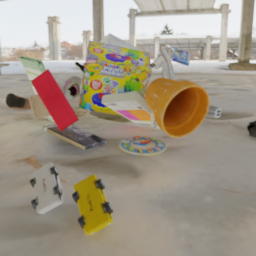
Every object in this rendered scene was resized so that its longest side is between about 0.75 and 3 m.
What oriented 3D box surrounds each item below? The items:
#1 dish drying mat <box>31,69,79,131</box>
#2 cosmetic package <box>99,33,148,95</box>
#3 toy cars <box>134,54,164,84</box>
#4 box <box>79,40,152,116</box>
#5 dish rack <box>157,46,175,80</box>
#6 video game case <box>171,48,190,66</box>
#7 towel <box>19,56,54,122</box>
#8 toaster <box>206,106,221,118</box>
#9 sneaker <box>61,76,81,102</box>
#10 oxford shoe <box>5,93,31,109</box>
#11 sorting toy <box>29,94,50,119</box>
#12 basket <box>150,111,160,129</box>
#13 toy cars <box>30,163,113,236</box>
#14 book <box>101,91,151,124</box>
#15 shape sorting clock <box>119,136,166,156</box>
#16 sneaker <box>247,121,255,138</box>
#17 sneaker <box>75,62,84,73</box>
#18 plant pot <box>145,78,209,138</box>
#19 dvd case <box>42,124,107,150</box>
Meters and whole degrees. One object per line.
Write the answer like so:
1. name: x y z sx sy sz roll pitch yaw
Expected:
1. dish drying mat: -2.130 -0.796 8.121 0.666 1.733 0.158 -32 -4 10
2. cosmetic package: -0.424 -3.232 15.550 2.735 2.744 1.687 17 -28 -35
3. toy cars: 0.710 -1.798 8.899 1.607 0.356 0.721 -36 13 50
4. box: -0.624 -2.051 12.129 2.645 2.548 1.614 8 43 -9
5. dish rack: 1.709 -2.631 12.550 0.376 1.726 1.481 -19 48 3
6. video game case: 2.244 -3.003 11.850 0.757 0.172 0.686 17 55 -5
7. towel: -3.619 -1.534 11.746 0.331 2.825 2.155 -33 34 -28
8. toaster: 4.022 -0.751 13.342 0.595 0.523 0.921 14 19 36
9. sneaker: -2.581 -1.755 12.941 0.944 0.871 2.141 -12 34 25
10. oxford shoe: -6.161 -1.421 15.832 2.213 0.789 0.789 18 3 34
11. sorting toy: -3.178 -0.890 10.757 1.066 0.987 0.194 -16 34 -18
12. basket: 1.349 -0.351 10.381 1.017 0.897 0.707 3 8 -6
13. toy cars: -1.068 1.323 5.251 2.262 0.501 1.014 8 53 34
14. book: 0.244 -0.720 10.950 1.533 0.551 2.295 -1 -18 33
15. shape sorting clock: 0.462 0.531 8.813 1.475 0.289 1.475 0 14 0
16. sneaker: 4.916 -0.069 10.417 0.881 0.737 1.942 -2 9 27
17. sneaker: -2.244 -2.865 13.487 0.278 0.765 0.324 -43 -9 -13
18. plant pot: 1.436 -0.851 9.249 1.804 1.804 1.652 -7 32 -27
19. dvd case: -1.695 0.223 9.002 1.693 0.135 1.259 22 16 23
